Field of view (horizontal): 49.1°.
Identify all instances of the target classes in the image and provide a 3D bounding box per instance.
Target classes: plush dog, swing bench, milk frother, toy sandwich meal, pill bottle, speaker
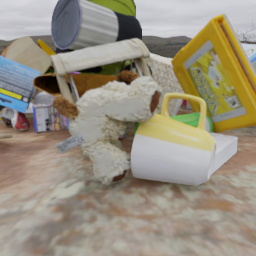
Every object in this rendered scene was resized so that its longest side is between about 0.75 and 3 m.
[{"bbox_3d":[-0.374,-0.228,5.169,1.592,1.984,1.704,24,16,4],"label":"plush dog"},{"bbox_3d":[-0.527,-1.001,6.764,2.160,2.172,1.409,-17,3,-15],"label":"swing bench"},{"bbox_3d":[-0.620,-2.083,7.417,2.145,2.058,2.280,-3,31,-45],"label":"milk frother"},{"bbox_3d":[-3.165,-2.069,10.048,2.675,2.675,0.916,-13,-12,-37],"label":"toy sandwich meal"},{"bbox_3d":[-2.282,-0.828,9.328,1.003,1.003,1.802,4,16,13],"label":"pill bottle"},{"bbox_3d":[1.098,0.086,6.651,1.816,0.803,0.803,-8,18,-25],"label":"speaker"}]

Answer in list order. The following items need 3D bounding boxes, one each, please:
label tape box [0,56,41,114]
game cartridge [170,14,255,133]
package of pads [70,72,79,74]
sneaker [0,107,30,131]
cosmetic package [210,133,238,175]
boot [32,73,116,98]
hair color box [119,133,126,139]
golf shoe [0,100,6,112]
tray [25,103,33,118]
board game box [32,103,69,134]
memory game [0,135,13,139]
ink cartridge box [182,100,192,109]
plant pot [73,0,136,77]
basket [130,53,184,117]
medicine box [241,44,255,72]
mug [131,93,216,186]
[{"bbox_3d":[-3.411,-1.123,8.119,1.275,0.559,1.768,21,47,-18],"label":"label tape box"},{"bbox_3d":[1.919,-0.968,6.378,0.410,2.227,2.527,-26,-1,-13],"label":"game cartridge"},{"bbox_3d":[-1.584,-1.930,12.038,0.973,1.549,2.571,-12,21,-36],"label":"package of pads"},{"bbox_3d":[-3.383,-0.241,8.271,0.691,0.654,1.681,-31,28,-15],"label":"sneaker"},{"bbox_3d":[1.730,0.500,5.909,0.655,0.402,1.587,13,21,35],"label":"cosmetic package"},{"bbox_3d":[-1.141,-1.069,7.899,2.632,0.926,1.884,7,10,6],"label":"boot"},{"bbox_3d":[-0.472,-0.367,7.517,0.447,0.739,1.478,-16,33,-4],"label":"hair color box"},{"bbox_3d":[-5.045,-0.776,9.500,1.364,1.122,2.887,-11,5,40],"label":"golf shoe"},{"bbox_3d":[-3.449,-0.708,10.238,1.188,0.245,2.212,-2,17,-5],"label":"tray"},{"bbox_3d":[-2.197,-0.312,8.016,0.938,0.748,0.454,-8,18,-26],"label":"board game box"},{"bbox_3d":[-3.265,0.249,6.559,1.048,0.067,1.048,-6,0,0],"label":"memory game"},{"bbox_3d":[2.678,-1.381,11.431,1.757,0.839,2.002,1,17,4],"label":"ink cartridge box"},{"bbox_3d":[-0.923,-3.034,9.903,2.669,2.570,2.669,-5,-19,-2],"label":"plant pot"},{"bbox_3d":[0.903,-1.445,9.099,1.437,1.786,1.770,14,21,-24],"label":"basket"},{"bbox_3d":[3.127,-1.389,8.694,2.279,1.288,2.502,-35,18,9],"label":"medicine box"},{"bbox_3d":[0.834,0.305,4.790,1.234,1.503,1.204,13,33,23],"label":"mug"}]
